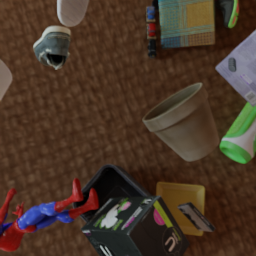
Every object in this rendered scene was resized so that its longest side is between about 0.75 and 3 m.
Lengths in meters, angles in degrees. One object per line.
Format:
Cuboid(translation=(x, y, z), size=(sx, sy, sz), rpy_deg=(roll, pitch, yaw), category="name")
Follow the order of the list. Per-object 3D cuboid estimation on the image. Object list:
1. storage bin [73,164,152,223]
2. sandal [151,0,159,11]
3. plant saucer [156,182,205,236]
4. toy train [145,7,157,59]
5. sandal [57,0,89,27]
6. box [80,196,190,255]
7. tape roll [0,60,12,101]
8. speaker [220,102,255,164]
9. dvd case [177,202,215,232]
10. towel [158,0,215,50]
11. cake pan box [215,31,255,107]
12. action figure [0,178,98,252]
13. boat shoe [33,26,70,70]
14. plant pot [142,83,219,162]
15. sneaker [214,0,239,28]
Cuboid(translation=(-0.131, 2.430, 8.201), size=(2.509, 1.176, 1.696), rpy_deg=(41, 88, 12), category="storage bin")
Cuboid(translation=(1.476, -4.711, 10.110), size=(1.444, 0.309, 0.549), rpy_deg=(-28, 81, -5), category="sandal")
Cuboid(translation=(1.583, 2.488, 8.717), size=(1.474, 0.357, 1.475), rpy_deg=(4, 80, 7), category="plant saucer")
Cuboid(translation=(0.809, -3.405, 9.801), size=(0.335, 0.450, 1.964), rpy_deg=(-2, 79, -1), category="toy train")
Cuboid(translation=(-1.381, -4.020, 6.734), size=(0.839, 1.122, 2.929), rpy_deg=(36, 120, 30), category="sandal")
Cuboid(translation=(0.106, 2.161, 5.584), size=(1.037, 1.669, 1.239), rpy_deg=(-40, 102, -38), category="box")
Cuboid(translation=(-3.633, -0.963, 5.904), size=(1.896, 1.896, 1.302), rpy_deg=(18, 67, 3), category="tape roll")
Cuboid(translation=(3.986, -0.157, 8.882), size=(1.122, 1.122, 2.538), rpy_deg=(35, 81, 6), category="speaker")
Cuboid(translation=(1.443, 1.933, 6.066), size=(0.117, 0.943, 0.709), rpy_deg=(-40, 79, -16), category="dvd case")
Cuboid(translation=(2.022, -4.091, 9.728), size=(1.900, 0.281, 2.591), rpy_deg=(-3, 90, 9), category="towel")
Cuboid(translation=(3.372, -1.532, 7.311), size=(1.584, 1.459, 0.414), rpy_deg=(47, 42, 5), category="cake pan box")
Cuboid(translation=(-2.056, 1.704, 6.072), size=(2.770, 0.904, 1.371), rpy_deg=(-31, 45, 11), category="action figure")
Cuboid(translation=(-2.015, -1.927, 7.398), size=(0.814, 2.236, 0.691), rpy_deg=(-2, 86, -25), category="boat shoe")
Cuboid(translation=(1.387, -0.045, 6.608), size=(1.623, 1.623, 1.409), rpy_deg=(-36, 98, -6), category="plant pot")
Cuboid(translation=(3.302, -4.601, 9.928), size=(1.002, 0.918, 2.391), rpy_deg=(-12, 80, 22), category="sneaker")
